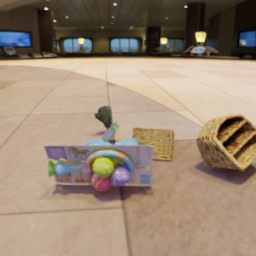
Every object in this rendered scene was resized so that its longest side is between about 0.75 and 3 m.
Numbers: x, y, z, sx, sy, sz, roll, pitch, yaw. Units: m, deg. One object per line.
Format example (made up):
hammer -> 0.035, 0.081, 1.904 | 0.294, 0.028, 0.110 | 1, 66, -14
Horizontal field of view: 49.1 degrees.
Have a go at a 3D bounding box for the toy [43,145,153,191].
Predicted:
toy -> -0.759, 1.183, 7.357 | 2.773, 1.597, 0.655 | 3, 43, 5

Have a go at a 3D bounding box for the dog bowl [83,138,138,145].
dog bowl -> -0.498, 0.692, 8.104 | 1.706, 0.423, 0.951 | -1, -25, -19

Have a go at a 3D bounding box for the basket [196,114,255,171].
basket -> 3.234, 0.305, 8.725 | 1.865, 1.331, 1.390 | -30, 16, -33

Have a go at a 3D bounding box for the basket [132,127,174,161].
basket -> 0.897, 0.659, 10.232 | 1.532, 1.141, 1.093 | 3, -13, 10

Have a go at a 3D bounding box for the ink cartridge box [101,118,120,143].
ink cartridge box -> -0.620, 0.107, 11.021 | 0.298, 1.003, 0.521 | 39, 32, -1

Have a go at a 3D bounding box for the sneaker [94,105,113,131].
sneaker -> -1.030, -0.267, 11.837 | 0.765, 1.336, 0.511 | -8, -6, -15
